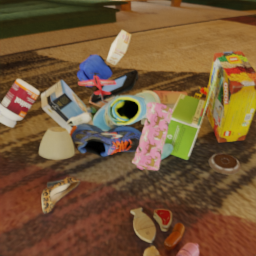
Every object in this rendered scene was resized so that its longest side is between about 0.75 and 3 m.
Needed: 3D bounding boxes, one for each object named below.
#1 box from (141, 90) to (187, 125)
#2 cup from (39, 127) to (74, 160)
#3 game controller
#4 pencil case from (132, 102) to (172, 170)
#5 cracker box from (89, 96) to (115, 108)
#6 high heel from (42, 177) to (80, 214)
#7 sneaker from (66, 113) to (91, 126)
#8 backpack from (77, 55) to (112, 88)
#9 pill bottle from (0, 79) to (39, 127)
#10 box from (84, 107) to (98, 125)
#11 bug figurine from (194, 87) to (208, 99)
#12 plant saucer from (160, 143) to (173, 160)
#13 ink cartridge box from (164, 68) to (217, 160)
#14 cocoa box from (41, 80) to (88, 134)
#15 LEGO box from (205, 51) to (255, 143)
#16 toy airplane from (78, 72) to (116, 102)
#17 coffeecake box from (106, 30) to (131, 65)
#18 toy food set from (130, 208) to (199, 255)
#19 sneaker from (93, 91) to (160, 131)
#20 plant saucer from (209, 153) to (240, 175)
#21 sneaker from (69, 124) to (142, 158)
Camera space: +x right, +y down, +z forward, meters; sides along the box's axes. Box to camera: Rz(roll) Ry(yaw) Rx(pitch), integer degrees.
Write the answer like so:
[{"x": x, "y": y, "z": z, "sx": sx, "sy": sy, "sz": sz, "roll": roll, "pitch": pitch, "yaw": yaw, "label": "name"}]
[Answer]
[{"x": 1.532, "y": -0.848, "z": 11.848, "sx": 1.941, "sy": 1.057, "sz": 1.241, "roll": 3, "pitch": 32, "yaw": 0, "label": "box"}, {"x": -2.268, "y": 0.431, "z": 8.956, "sx": 1.120, "sy": 0.801, "sz": 1.120, "roll": 5, "pitch": 17, "yaw": -2, "label": "cup"}, {"x": -0.541, "y": -1.531, "z": 10.593, "sx": 2.091, "sy": 0.440, "sz": 1.091, "roll": -18, "pitch": 28, "yaw": 34, "label": "game controller"}, {"x": 0.668, "y": 0.252, "z": 7.743, "sx": 0.771, "sy": 0.805, "sz": 1.861, "roll": 12, "pitch": 79, "yaw": 13, "label": "pencil case"}, {"x": -1.145, "y": -1.471, "z": 13.058, "sx": 0.867, "sy": 0.373, "sz": 1.294, "roll": 25, "pitch": 42, "yaw": 2, "label": "cracker box"}, {"x": -1.968, "y": 1.947, "z": 8.260, "sx": 1.009, "sy": 0.506, "sz": 1.416, "roll": -9, "pitch": 25, "yaw": -1, "label": "high heel"}, {"x": -1.623, "y": -0.236, "z": 9.198, "sx": 0.918, "sy": 0.323, "sz": 0.368, "roll": -18, "pitch": 11, "yaw": 26, "label": "sneaker"}, {"x": -1.466, "y": -2.436, "z": 12.367, "sx": 1.314, "sy": 1.272, "sz": 1.566, "roll": -50, "pitch": 23, "yaw": -11, "label": "backpack"}, {"x": -3.864, "y": -0.835, "z": 9.728, "sx": 0.875, "sy": 0.875, "sz": 1.549, "roll": 33, "pitch": 89, "yaw": 39, "label": "pill bottle"}, {"x": -1.614, "y": -0.339, "z": 11.884, "sx": 1.155, "sy": 0.291, "sz": 1.600, "roll": -23, "pitch": 41, "yaw": -30, "label": "box"}, {"x": 3.708, "y": -1.352, "z": 13.177, "sx": 1.605, "sy": 0.533, "sz": 2.070, "roll": 30, "pitch": 40, "yaw": 28, "label": "bug figurine"}, {"x": 1.079, "y": 0.787, "z": 9.461, "sx": 0.891, "sy": 0.891, "sz": 0.160, "roll": -13, "pitch": 51, "yaw": -19, "label": "plant saucer"}, {"x": 2.148, "y": -0.679, "z": 9.827, "sx": 1.082, "sy": 2.857, "sz": 2.111, "roll": 18, "pitch": 33, "yaw": 12, "label": "ink cartridge box"}, {"x": -2.439, "y": -0.811, "z": 10.955, "sx": 1.071, "sy": 1.633, "sz": 1.089, "roll": -34, "pitch": 40, "yaw": 7, "label": "cocoa box"}, {"x": 3.794, "y": -1.122, "z": 10.447, "sx": 1.055, "sy": 2.735, "sz": 2.037, "roll": -6, "pitch": 46, "yaw": -1, "label": "LEGO box"}, {"x": -0.939, "y": -1.369, "z": 9.193, "sx": 1.279, "sy": 1.279, "sz": 0.235, "roll": 4, "pitch": 55, "yaw": 5, "label": "toy airplane"}, {"x": -0.388, "y": -3.170, "z": 11.159, "sx": 0.418, "sy": 1.144, "sz": 0.878, "roll": 22, "pitch": 70, "yaw": -17, "label": "coffeecake box"}, {"x": 0.974, "y": 2.902, "z": 7.069, "sx": 1.490, "sy": 0.369, "sz": 2.344, "roll": -5, "pitch": 27, "yaw": -8, "label": "toy food set"}, {"x": -0.480, "y": -0.499, "z": 9.873, "sx": 2.909, "sy": 1.157, "sz": 1.899, "roll": -23, "pitch": -1, "yaw": 30, "label": "sneaker"}, {"x": 3.354, "y": 1.200, "z": 9.717, "sx": 1.058, "sy": 0.170, "sz": 1.058, "roll": 0, "pitch": 35, "yaw": 0, "label": "plant saucer"}, {"x": -0.630, "y": 0.583, "z": 9.702, "sx": 2.742, "sy": 1.033, "sz": 1.075, "roll": 2, "pitch": 34, "yaw": -16, "label": "sneaker"}]
